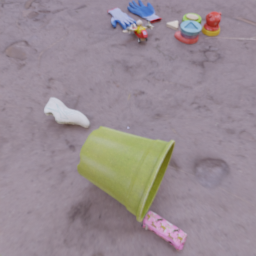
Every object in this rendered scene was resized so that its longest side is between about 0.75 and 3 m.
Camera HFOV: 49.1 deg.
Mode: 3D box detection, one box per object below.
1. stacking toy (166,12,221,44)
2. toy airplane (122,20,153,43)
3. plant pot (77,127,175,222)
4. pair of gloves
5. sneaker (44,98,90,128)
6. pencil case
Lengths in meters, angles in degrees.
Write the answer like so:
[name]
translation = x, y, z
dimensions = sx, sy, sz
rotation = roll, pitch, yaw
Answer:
[stacking toy]
translation = 3.188, -5.198, 13.638
dimensions = 2.306, 0.974, 2.087
rotation = -27, 57, -20
[toy airplane]
translation = 0.495, -4.683, 13.242
dimensions = 1.220, 0.865, 1.226
rotation = 16, 46, 14
[plant pot]
translation = -0.136, 1.034, 7.803
dimensions = 2.149, 2.337, 2.337
rotation = 23, 55, 14
[pair of gloves]
translation = 0.241, -5.898, 14.618
dimensions = 2.780, 0.317, 2.235
rotation = -25, 55, -19
[sneaker]
translation = -2.180, -0.375, 9.980
dimensions = 1.730, 0.608, 0.693
rotation = 28, 64, 1
[pencil case]
translation = 0.986, 2.797, 7.632
dimensions = 1.246, 0.516, 0.539
rotation = 28, 60, 19
